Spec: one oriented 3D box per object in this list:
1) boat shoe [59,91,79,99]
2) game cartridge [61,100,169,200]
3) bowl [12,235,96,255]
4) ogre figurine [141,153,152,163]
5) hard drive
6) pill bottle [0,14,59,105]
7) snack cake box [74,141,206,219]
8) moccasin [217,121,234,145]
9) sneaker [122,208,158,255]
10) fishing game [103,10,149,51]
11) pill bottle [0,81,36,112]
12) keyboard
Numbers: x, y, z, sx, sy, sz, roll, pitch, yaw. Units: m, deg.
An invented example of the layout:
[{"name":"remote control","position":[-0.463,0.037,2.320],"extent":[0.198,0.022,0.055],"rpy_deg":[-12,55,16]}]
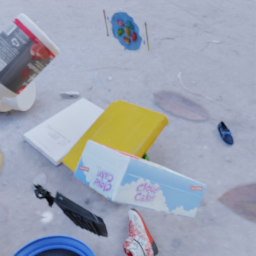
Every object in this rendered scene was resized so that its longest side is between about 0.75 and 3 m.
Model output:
[{"name":"boat shoe","position":[-2.512,-1.445,12.005],"extent":[0.824,0.296,0.271],"rpy_deg":[-2,38,-2]},{"name":"game cartridge","position":[-0.476,0.468,8.661],"extent":[2.872,0.466,2.532],"rpy_deg":[-49,41,-14]},{"name":"bowl","position":[-1.800,3.750,6.422],"extent":[2.505,0.492,2.505],"rpy_deg":[0,44,0]},{"name":"ogre figurine","position":[0.358,1.073,8.761],"extent":[0.925,1.131,1.886],"rpy_deg":[-16,45,-10]},{"name":"hard drive","position":[-2.116,0.033,10.392],"extent":[1.871,0.360,2.837],"rpy_deg":[31,52,29]},{"name":"pill bottle","position":[-3.251,-1.718,7.695],"extent":[2.557,1.415,1.415],"rpy_deg":[-46,54,-1]},{"name":"snack cake box","position":[0.298,1.052,5.573],"extent":[1.342,2.334,0.784],"rpy_deg":[19,86,51]},{"name":"moccasin","position":[3.537,0.175,10.252],"extent":[0.421,0.357,1.046],"rpy_deg":[-11,45,-11]},{"name":"sneaker","position":[0.134,2.828,7.394],"extent":[0.760,0.473,1.417],"rpy_deg":[-17,49,-21]},{"name":"fishing game","position":[-0.106,-2.717,8.035],"extent":[1.707,1.223,0.265],"rpy_deg":[32,61,28]},{"name":"pill bottle","position":[-5.294,-1.559,11.073],"extent":[2.881,1.723,1.723],"rpy_deg":[12,45,12]},{"name":"keyboard","position":[-0.949,1.458,4.730],"extent":[1.342,2.112,0.218],"rpy_deg":[27,65,11]}]
